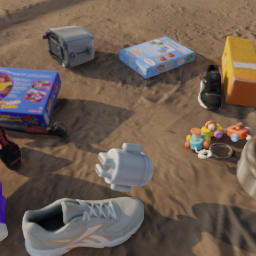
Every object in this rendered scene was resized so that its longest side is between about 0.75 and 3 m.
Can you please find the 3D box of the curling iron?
[{"bbox_3d":[-2.501,-0.030,7.026,2.059,0.510,0.263,7,55,2],"label":"curling iron"}]

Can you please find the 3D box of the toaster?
[{"bbox_3d":[-2.054,-2.942,9.925,1.264,1.112,1.957,-23,43,-28],"label":"toaster"}]

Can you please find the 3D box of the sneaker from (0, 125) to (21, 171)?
[{"bbox_3d":[-2.878,0.477,6.660,0.465,0.547,1.261,-29,74,-23],"label":"sneaker"}]

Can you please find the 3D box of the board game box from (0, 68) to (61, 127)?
[{"bbox_3d":[-3.267,-0.917,7.800,2.412,0.540,1.622,5,54,4],"label":"board game box"}]

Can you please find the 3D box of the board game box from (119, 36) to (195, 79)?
[{"bbox_3d":[1.017,-2.588,10.022,2.170,0.397,1.641,-23,47,-25],"label":"board game box"}]

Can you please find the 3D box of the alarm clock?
[{"bbox_3d":[3.068,0.796,6.051,2.609,0.868,1.760,16,45,21],"label":"alarm clock"}]

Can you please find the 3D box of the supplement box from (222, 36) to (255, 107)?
[{"bbox_3d":[3.538,-1.871,8.856,0.949,0.918,2.759,7,44,6],"label":"supplement box"}]

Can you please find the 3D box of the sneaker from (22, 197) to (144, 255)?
[{"bbox_3d":[-0.742,1.622,4.954,2.232,1.027,0.845,-13,45,-15],"label":"sneaker"}]

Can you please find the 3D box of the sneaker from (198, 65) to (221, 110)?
[{"bbox_3d":[2.450,-1.264,8.305,0.661,0.764,1.745,5,43,5],"label":"sneaker"}]

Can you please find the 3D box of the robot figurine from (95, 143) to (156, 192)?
[{"bbox_3d":[-0.017,0.769,5.370,1.177,0.998,0.665,10,18,-25],"label":"robot figurine"}]

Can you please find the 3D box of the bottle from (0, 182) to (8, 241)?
[{"bbox_3d":[-2.959,0.972,5.414,0.830,1.062,2.543,-17,63,-25],"label":"bottle"}]

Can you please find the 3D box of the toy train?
[{"bbox_3d":[2.125,0.150,6.751,1.543,0.429,1.159,-23,24,-20],"label":"toy train"}]
